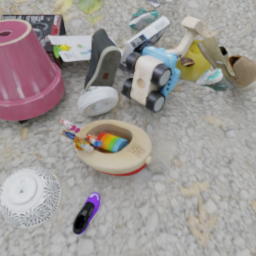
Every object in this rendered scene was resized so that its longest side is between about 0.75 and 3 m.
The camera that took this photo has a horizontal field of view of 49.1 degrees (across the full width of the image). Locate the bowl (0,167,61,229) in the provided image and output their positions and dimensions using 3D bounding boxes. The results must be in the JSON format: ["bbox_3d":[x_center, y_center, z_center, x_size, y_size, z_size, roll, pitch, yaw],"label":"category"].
[{"bbox_3d":[-3.076,1.953,8.448,1.957,0.918,1.957,0,63,-1],"label":"bowl"}]

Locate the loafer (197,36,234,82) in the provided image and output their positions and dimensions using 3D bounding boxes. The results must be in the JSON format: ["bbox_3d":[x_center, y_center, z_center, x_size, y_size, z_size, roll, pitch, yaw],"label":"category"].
[{"bbox_3d":[2.613,-1.933,7.932,0.568,1.685,0.640,-34,43,28],"label":"loafer"}]

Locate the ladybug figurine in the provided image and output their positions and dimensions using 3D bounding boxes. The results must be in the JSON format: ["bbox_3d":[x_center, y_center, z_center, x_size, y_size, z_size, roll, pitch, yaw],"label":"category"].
[{"bbox_3d":[-0.444,0.679,8.691,2.833,1.019,1.923,22,52,38],"label":"ladybug figurine"}]

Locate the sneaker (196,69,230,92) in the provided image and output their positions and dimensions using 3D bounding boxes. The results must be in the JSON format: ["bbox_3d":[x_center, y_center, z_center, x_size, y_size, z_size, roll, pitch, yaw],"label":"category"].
[{"bbox_3d":[2.382,-1.247,7.850,0.641,1.405,0.545,42,96,-9],"label":"sneaker"}]

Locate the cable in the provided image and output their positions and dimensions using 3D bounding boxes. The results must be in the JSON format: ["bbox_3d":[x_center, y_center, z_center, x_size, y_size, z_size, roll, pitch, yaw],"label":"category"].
[{"bbox_3d":[-0.986,-0.869,9.363,1.418,1.418,0.491,-11,71,-28],"label":"cable"}]

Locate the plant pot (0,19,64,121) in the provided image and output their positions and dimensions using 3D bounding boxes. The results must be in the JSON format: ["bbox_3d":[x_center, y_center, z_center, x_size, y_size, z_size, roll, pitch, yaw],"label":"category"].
[{"bbox_3d":[-3.728,-2.025,9.246,2.754,2.465,2.754,-3,45,3],"label":"plant pot"}]

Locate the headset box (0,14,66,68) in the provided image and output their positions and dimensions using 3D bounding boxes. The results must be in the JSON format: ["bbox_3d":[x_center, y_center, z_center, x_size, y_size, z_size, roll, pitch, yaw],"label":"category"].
[{"bbox_3d":[-3.709,-3.462,11.156,2.692,1.040,2.003,0,63,-1],"label":"headset box"}]

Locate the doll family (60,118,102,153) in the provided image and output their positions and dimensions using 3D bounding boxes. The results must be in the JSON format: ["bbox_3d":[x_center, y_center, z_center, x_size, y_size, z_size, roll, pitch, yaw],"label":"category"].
[{"bbox_3d":[-1.486,0.297,7.954,0.866,1.395,0.629,24,78,51],"label":"doll family"}]

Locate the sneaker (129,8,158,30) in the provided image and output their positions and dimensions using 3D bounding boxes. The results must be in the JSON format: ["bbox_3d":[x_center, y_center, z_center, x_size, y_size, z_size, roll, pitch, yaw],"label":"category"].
[{"bbox_3d":[0.617,-4.644,11.529,1.551,0.602,0.707,-2,79,47],"label":"sneaker"}]

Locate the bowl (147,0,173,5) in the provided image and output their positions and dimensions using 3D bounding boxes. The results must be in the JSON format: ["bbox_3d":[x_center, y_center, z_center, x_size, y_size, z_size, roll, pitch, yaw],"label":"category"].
[{"bbox_3d":[1.436,-5.246,10.430,1.721,1.721,0.808,-23,63,-11],"label":"bowl"}]

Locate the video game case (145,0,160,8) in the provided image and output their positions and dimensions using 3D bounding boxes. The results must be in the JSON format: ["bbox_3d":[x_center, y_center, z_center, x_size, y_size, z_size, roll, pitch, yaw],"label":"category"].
[{"bbox_3d":[1.182,-6.092,13.037,0.841,0.106,1.175,-37,69,-18],"label":"video game case"}]

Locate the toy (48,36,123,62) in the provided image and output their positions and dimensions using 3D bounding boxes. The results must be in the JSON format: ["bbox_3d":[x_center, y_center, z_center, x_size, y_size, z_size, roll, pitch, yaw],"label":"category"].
[{"bbox_3d":[-1.578,-2.934,10.841,2.700,0.637,1.554,-11,53,-37],"label":"toy"}]

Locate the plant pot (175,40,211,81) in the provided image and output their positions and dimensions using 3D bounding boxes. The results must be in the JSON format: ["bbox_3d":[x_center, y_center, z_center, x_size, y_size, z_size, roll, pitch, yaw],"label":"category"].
[{"bbox_3d":[2.524,-2.729,10.750,1.510,1.072,1.510,-1,62,1],"label":"plant pot"}]

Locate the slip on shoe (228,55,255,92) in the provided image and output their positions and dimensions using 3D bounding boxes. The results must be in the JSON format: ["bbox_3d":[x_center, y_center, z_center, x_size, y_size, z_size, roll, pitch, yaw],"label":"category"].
[{"bbox_3d":[4.019,-1.999,9.673,1.025,2.696,0.817,-37,103,22],"label":"slip on shoe"}]

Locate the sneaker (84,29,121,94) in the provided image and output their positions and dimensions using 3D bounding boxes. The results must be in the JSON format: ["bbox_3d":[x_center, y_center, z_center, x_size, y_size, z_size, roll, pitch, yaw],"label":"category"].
[{"bbox_3d":[-1.010,-2.129,9.757,0.901,2.409,1.280,1,50,-33],"label":"sneaker"}]

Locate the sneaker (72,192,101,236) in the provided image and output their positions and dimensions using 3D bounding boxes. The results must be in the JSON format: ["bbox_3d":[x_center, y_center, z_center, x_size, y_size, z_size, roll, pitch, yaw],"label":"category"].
[{"bbox_3d":[-1.217,2.516,8.285,0.476,0.681,1.370,22,66,11],"label":"sneaker"}]

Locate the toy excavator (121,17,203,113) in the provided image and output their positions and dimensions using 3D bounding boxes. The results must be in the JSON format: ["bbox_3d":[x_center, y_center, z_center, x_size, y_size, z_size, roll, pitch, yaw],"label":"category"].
[{"bbox_3d":[1.326,-2.268,9.660,1.450,2.822,2.902,31,38,28],"label":"toy excavator"}]

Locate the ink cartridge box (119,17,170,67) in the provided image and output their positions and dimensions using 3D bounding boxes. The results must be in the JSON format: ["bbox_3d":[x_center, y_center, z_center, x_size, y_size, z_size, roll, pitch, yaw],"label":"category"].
[{"bbox_3d":[0.528,-3.089,10.530,1.849,1.867,0.405,-41,88,-19],"label":"ink cartridge box"}]

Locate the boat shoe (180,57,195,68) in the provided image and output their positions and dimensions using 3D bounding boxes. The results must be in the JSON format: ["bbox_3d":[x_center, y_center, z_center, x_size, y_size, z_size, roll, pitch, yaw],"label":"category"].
[{"bbox_3d":[2.096,-2.341,9.863,0.338,0.961,0.338,-25,86,27],"label":"boat shoe"}]

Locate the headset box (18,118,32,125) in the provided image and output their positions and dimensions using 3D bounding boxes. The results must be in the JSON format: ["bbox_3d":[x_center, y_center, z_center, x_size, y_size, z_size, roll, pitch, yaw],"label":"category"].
[{"bbox_3d":[-3.705,-1.157,10.107,1.407,0.730,1.890,-33,70,-15],"label":"headset box"}]
